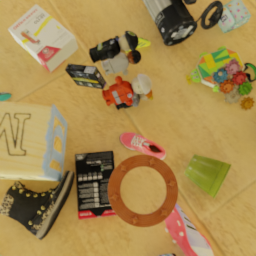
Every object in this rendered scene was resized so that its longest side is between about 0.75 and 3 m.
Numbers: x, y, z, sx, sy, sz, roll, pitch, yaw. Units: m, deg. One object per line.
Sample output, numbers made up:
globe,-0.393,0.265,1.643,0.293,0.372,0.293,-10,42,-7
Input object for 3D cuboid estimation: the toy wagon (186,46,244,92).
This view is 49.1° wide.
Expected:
toy wagon,3.504,-2.351,11.478,2.285,0.452,1.773,-17,70,4

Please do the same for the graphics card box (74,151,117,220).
graphics card box,-1.173,2.095,10.427,1.495,0.606,2.383,-7,77,-1

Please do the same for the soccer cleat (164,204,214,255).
soccer cleat,2.210,3.863,9.933,1.095,0.955,2.864,-13,64,-39

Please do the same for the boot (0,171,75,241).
boot,-3.278,2.455,10.191,1.960,0.952,2.602,25,83,5

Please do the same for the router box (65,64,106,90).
router box,-1.446,-1.761,9.625,1.175,0.924,0.307,12,68,25

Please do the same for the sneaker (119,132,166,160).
sneaker,0.593,0.600,10.692,1.943,0.843,0.716,23,77,6

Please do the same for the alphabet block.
alphabet block,-3.690,0.579,9.910,2.484,2.427,2.440,3,74,0

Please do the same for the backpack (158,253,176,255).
backpack,1.158,4.899,9.561,1.171,0.860,1.071,-6,81,-4

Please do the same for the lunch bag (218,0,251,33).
lunch bag,4.451,-4.832,12.153,1.260,0.768,1.073,-28,81,5

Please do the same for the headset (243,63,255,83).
headset,4.763,-2.246,11.701,1.356,0.637,0.838,-8,78,-18

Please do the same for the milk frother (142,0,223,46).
milk frother,2.305,-5.136,11.821,2.618,2.363,2.462,-12,73,-41

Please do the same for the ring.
ring,0.456,1.803,8.140,2.092,0.201,2.092,1,79,-6

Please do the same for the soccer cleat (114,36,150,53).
soccer cleat,0.133,-3.571,12.031,1.635,0.528,0.684,3,106,-4

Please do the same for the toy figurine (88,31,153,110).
toy figurine,-0.087,-2.006,10.364,1.765,2.497,2.536,-20,81,10

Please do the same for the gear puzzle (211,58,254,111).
gear puzzle,4.239,-1.510,10.962,1.191,0.301,2.300,-36,113,14

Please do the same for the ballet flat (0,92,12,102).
ballet flat,-5.390,-1.225,11.402,1.251,0.464,0.464,-25,77,-10

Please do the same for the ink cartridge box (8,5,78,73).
ink cartridge box,-3.541,-3.746,11.747,2.305,0.961,1.673,41,79,10

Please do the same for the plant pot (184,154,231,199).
plant pot,2.842,1.637,10.262,1.341,1.392,1.392,28,77,19
